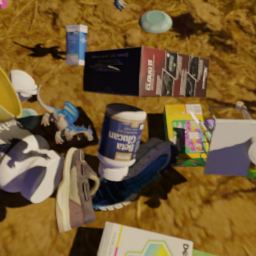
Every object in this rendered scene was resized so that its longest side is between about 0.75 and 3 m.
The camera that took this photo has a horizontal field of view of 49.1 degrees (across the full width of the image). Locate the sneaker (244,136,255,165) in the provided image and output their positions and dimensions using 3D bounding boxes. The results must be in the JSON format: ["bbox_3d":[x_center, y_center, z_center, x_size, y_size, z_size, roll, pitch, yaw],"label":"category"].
[{"bbox_3d":[2.567,0.366,5.104,1.686,0.623,0.691,12,17,-31],"label":"sneaker"}]

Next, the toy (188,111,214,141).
[{"bbox_3d":[2.249,0.279,7.037,0.439,1.070,1.858,-33,80,15],"label":"toy"}]

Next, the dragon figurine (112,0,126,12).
[{"bbox_3d":[-0.438,-4.486,8.371,0.995,2.002,0.589,-33,41,12],"label":"dragon figurine"}]

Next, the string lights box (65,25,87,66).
[{"bbox_3d":[-1.513,-2.384,8.131,0.567,1.103,0.325,11,13,32],"label":"string lights box"}]

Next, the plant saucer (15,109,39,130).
[{"bbox_3d":[-3.502,-0.297,9.374,0.973,0.187,0.973,0,58,-1],"label":"plant saucer"}]

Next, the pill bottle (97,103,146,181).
[{"bbox_3d":[-0.210,0.336,6.482,0.925,1.666,0.925,11,18,-4],"label":"pill bottle"}]

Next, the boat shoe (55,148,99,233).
[{"bbox_3d":[-0.875,1.037,5.114,0.680,0.755,2.098,0,22,-6],"label":"boat shoe"}]

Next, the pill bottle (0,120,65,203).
[{"bbox_3d":[-3.323,0.712,7.832,2.995,1.735,1.735,28,62,16],"label":"pill bottle"}]

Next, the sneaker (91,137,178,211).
[{"bbox_3d":[0.008,1.243,8.093,2.880,1.080,1.248,-31,28,-9],"label":"sneaker"}]

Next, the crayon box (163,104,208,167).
[{"bbox_3d":[1.786,0.201,8.823,1.182,0.580,1.990,-1,58,-1],"label":"crayon box"}]

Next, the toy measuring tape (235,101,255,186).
[{"bbox_3d":[2.725,0.361,6.641,0.890,0.890,2.419,-5,50,-3],"label":"toy measuring tape"}]

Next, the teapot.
[{"bbox_3d":[-2.841,-1.111,7.619,0.689,0.931,0.943,0,65,-27],"label":"teapot"}]

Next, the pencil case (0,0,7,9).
[{"bbox_3d":[-4.422,-3.724,7.777,1.224,1.224,2.770,-2,24,-1],"label":"pencil case"}]

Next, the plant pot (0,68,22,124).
[{"bbox_3d":[-3.148,-0.650,5.780,1.131,1.593,1.593,-28,61,-1],"label":"plant pot"}]

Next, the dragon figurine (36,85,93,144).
[{"bbox_3d":[-1.300,-0.221,5.585,0.459,1.561,0.776,-22,24,25],"label":"dragon figurine"}]

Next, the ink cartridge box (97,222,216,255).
[{"bbox_3d":[0.696,3.414,6.659,2.968,0.880,1.541,12,59,7],"label":"ink cartridge box"}]

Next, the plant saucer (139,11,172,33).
[{"bbox_3d":[1.178,-4.640,12.016,1.439,0.277,1.439,0,59,0],"label":"plant saucer"}]

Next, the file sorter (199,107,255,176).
[{"bbox_3d":[1.988,0.241,5.695,0.856,1.234,0.768,1,30,-1],"label":"file sorter"}]

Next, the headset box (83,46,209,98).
[{"bbox_3d":[0.325,-1.185,6.262,2.485,0.960,1.849,-3,10,-42],"label":"headset box"}]
